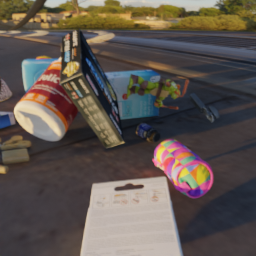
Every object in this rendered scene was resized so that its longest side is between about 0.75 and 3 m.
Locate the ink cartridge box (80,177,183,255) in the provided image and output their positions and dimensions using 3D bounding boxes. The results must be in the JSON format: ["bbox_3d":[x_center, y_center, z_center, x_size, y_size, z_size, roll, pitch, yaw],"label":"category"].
[{"bbox_3d":[0.057,1.656,4.793,1.518,0.533,1.867,-6,24,2],"label":"ink cartridge box"}]

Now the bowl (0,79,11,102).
[{"bbox_3d":[-6.282,-1.848,12.251,2.099,0.985,2.099,2,26,-1],"label":"bowl"}]

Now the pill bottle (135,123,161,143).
[{"bbox_3d":[0.617,0.158,8.585,0.438,0.438,0.783,-17,29,-33],"label":"pill bottle"}]

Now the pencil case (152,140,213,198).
[{"bbox_3d":[1.122,0.828,6.120,0.842,0.842,1.906,-4,9,-8],"label":"pencil case"}]

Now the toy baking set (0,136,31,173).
[{"bbox_3d":[-3.947,0.683,7.600,2.719,0.316,2.087,2,19,-2],"label":"toy baking set"}]

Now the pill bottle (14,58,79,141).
[{"bbox_3d":[-2.114,-1.095,8.797,1.584,1.584,2.774,9,52,20],"label":"pill bottle"}]

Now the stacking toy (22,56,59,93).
[{"bbox_3d":[-3.472,-2.435,11.674,1.612,1.524,2.777,-5,30,-15],"label":"stacking toy"}]

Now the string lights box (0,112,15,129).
[{"bbox_3d":[-4.515,-0.153,9.090,0.728,0.418,1.417,4,19,31],"label":"string lights box"}]

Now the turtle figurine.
[{"bbox_3d":[0.941,-1.287,9.075,1.876,0.749,2.327,10,-13,-5],"label":"turtle figurine"}]

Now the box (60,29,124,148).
[{"bbox_3d":[-0.951,-1.027,7.707,0.607,2.637,2.096,-20,45,10],"label":"box"}]

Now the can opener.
[{"bbox_3d":[2.758,-0.763,10.106,0.455,0.363,1.362,-26,55,-5],"label":"can opener"}]

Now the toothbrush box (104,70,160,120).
[{"bbox_3d":[-0.005,-1.211,10.248,2.156,1.579,0.920,-5,24,-13],"label":"toothbrush box"}]
